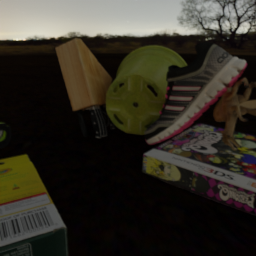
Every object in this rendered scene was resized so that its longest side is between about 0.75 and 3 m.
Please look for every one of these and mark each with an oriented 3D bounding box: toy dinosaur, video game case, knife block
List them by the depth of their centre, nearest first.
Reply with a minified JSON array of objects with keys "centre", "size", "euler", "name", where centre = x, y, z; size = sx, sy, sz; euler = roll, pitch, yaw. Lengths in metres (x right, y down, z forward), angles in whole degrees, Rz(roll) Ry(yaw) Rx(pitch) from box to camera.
[{"centre":[2.201,0.711,6.447],"size":[2.636,0.521,2.908],"euler":[16,24,35],"name":"video game case"},{"centre":[2.416,-0.671,6.491],"size":[0.678,1.178,2.329],"euler":[26,51,-20],"name":"toy dinosaur"},{"centre":[-1.247,-0.964,8.122],"size":[0.798,2.495,2.190],"euler":[-15,47,27],"name":"knife block"}]

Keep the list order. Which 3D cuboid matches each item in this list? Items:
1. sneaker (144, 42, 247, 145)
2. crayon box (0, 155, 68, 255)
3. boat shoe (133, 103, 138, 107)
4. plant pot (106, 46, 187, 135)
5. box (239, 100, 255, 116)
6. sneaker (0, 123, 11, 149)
[{"centre":[1.277,-0.808,6.713],"size":[1.307,2.988,1.102],"euler":[50,31,13],"name":"sneaker"},{"centre":[-2.148,1.319,4.418],"size":[1.702,0.681,2.681],"euler":[-10,21,-26],"name":"crayon box"},{"centre":[-0.721,-0.956,10.959],"size":[2.889,1.044,1.046],"euler":[5,21,45],"name":"boat shoe"},{"centre":[0.519,-1.011,8.568],"size":[2.662,2.662,2.448],"euler":[5,24,15],"name":"plant pot"},{"centre":[5.972,-0.659,10.964],"size":[2.318,0.302,2.836],"euler":[-6,20,-17],"name":"box"},{"centre":[-4.104,0.414,7.182],"size":[0.921,0.841,2.276],"euler":[-1,10,19],"name":"sneaker"}]
